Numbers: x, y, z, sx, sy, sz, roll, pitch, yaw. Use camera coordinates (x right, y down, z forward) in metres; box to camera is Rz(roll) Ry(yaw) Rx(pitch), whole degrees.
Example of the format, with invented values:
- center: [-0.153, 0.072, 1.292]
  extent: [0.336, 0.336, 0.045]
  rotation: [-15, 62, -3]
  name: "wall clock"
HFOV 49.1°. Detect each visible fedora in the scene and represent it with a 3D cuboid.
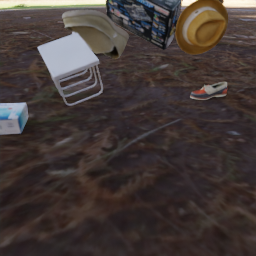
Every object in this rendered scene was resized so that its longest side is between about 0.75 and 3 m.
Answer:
- center: [1.629, -2.086, 5.905]
  extent: [1.228, 1.228, 0.501]
  rotation: [-7, 32, -12]
  name: "fedora"

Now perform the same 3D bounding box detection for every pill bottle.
- center: [-1.367, -2.935, 9.083]
  extent: [0.624, 0.624, 1.076]
  rotation: [-16, 34, -27]
  name: "pill bottle"

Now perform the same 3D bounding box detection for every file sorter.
- center: [-1.201, -1.247, 5.943]
  extent: [0.915, 0.821, 1.318]
  rotation: [-24, 48, -13]
  name: "file sorter"

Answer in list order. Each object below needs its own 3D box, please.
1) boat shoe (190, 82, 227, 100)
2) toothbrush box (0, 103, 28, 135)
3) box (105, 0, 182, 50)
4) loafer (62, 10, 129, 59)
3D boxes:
- center: [3.162, -1.454, 10.928]
  extent: [1.610, 0.504, 0.573]
  rotation: [-10, 32, -16]
  name: "boat shoe"
- center: [-3.731, -0.310, 8.785]
  extent: [0.911, 0.531, 1.245]
  rotation: [-3, 27, -5]
  name: "toothbrush box"
- center: [0.439, -4.252, 10.081]
  extent: [2.762, 2.195, 0.635]
  rotation: [32, 74, 11]
  name: "box"
- center: [-0.790, -2.542, 7.802]
  extent: [0.952, 0.859, 2.516]
  rotation: [5, 2, 33]
  name: "loafer"
